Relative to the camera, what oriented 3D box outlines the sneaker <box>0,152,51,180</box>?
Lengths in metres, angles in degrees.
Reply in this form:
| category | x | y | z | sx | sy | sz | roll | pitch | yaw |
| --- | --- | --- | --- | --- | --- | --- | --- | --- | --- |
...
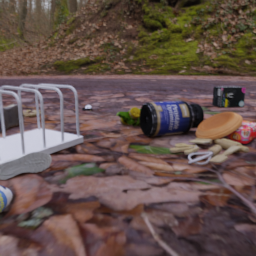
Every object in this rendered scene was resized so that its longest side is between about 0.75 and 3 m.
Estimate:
| category | x | y | z | sx | sy | sz | roll | pitch | yaw |
| --- | --- | --- | --- | --- | --- | --- | --- | --- | --- |
| sneaker | -2.489 | 0.829 | 6.609 | 1.323 | 0.505 | 0.533 | -8 | 6 | -34 |

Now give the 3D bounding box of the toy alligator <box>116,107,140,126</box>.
| category | x | y | z | sx | sy | sz | roll | pitch | yaw |
| --- | --- | --- | --- | --- | --- | --- | --- | --- | --- |
| toy alligator | 0.722 | -0.473 | 11.483 | 2.778 | 0.667 | 0.921 | -11 | -15 | -37 |

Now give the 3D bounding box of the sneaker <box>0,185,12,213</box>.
| category | x | y | z | sx | sy | sz | roll | pitch | yaw |
| --- | --- | --- | --- | --- | --- | --- | --- | --- | --- |
| sneaker | -2.873 | 1.167 | 4.848 | 1.837 | 0.679 | 0.756 | 11 | 13 | 17 |

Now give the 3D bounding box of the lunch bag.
| category | x | y | z | sx | sy | sz | roll | pitch | yaw |
| --- | --- | --- | --- | --- | --- | --- | --- | --- | --- |
| lunch bag | 3.723 | 0.096 | 9.309 | 1.260 | 0.586 | 1.431 | 11 | 18 | 39 |

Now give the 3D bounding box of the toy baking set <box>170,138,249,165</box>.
| category | x | y | z | sx | sy | sz | roll | pitch | yaw |
| --- | --- | --- | --- | --- | --- | --- | --- | --- | --- |
| toy baking set | 2.260 | 0.658 | 7.744 | 1.872 | 0.284 | 2.439 | -11 | 10 | -17 |

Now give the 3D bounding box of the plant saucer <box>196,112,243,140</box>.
| category | x | y | z | sx | sy | sz | roll | pitch | yaw |
| --- | --- | --- | --- | --- | --- | --- | --- | --- | --- |
| plant saucer | 2.956 | -0.104 | 9.270 | 1.574 | 0.295 | 1.574 | -27 | 15 | 8 |

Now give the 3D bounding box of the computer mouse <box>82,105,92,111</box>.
| category | x | y | z | sx | sy | sz | roll | pitch | yaw |
| --- | --- | --- | --- | --- | --- | --- | --- | --- | --- |
| computer mouse | -2.153 | -1.075 | 14.968 | 0.521 | 0.208 | 0.949 | -1 | 14 | -2 |

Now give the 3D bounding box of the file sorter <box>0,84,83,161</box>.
| category | x | y | z | sx | sy | sz | roll | pitch | yaw |
| --- | --- | --- | --- | --- | --- | --- | --- | --- | --- |
| file sorter | -3.078 | -0.245 | 8.074 | 2.071 | 1.859 | 2.985 | 9 | 16 | 32 |

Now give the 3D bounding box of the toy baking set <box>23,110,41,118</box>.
| category | x | y | z | sx | sy | sz | roll | pitch | yaw |
| --- | --- | --- | --- | --- | --- | --- | --- | --- | --- |
| toy baking set | -4.924 | -0.627 | 13.237 | 1.301 | 0.197 | 1.695 | 3 | 14 | 25 |

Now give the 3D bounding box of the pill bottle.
| category | x | y | z | sx | sy | sz | roll | pitch | yaw |
| --- | --- | --- | --- | --- | --- | --- | --- | --- | --- |
| pill bottle | 1.552 | -0.356 | 9.930 | 2.108 | 1.179 | 1.179 | -5 | 15 | -21 |

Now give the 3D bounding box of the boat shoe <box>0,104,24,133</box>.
| category | x | y | z | sx | sy | sz | roll | pitch | yaw |
| --- | --- | --- | --- | --- | --- | --- | --- | --- | --- |
| boat shoe | -5.040 | -0.347 | 10.477 | 1.011 | 1.067 | 2.817 | -1 | 4 | 11 |

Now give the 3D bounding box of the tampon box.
| category | x | y | z | sx | sy | sz | roll | pitch | yaw |
| --- | --- | --- | --- | --- | --- | --- | --- | --- | --- |
| tampon box | 5.692 | -1.766 | 15.859 | 1.487 | 1.115 | 0.939 | -2 | 14 | -8 |
